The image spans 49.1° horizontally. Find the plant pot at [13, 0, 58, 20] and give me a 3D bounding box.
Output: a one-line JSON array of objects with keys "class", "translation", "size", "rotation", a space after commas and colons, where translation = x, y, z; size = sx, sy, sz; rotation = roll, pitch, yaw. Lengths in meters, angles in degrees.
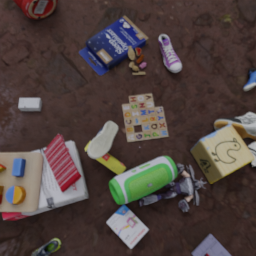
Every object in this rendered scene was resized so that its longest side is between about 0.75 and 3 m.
[{"class": "plant pot", "translation": [-4.448, -6.367, 13.234], "size": [2.048, 2.048, 1.865], "rotation": [-33, 81, -12]}]

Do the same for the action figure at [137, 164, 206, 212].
[{"class": "action figure", "translation": [1.650, 2.309, 10.514], "size": [2.676, 0.928, 1.741], "rotation": [-9, 71, -3]}]

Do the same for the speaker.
[{"class": "speaker", "translation": [0.542, 1.824, 9.866], "size": [2.333, 1.032, 1.032], "rotation": [-21, 71, -20]}]

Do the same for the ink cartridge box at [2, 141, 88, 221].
[{"class": "ink cartridge box", "translation": [-3.139, 1.970, 10.467], "size": [2.947, 1.228, 2.140], "rotation": [-15, 70, -5]}]

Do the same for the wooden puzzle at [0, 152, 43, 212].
[{"class": "wooden puzzle", "translation": [-4.153, 1.821, 9.610], "size": [2.207, 0.511, 2.044], "rotation": [0, 72, 2]}]

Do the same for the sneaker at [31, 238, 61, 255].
[{"class": "sneaker", "translation": [-3.029, 4.420, 9.934], "size": [1.316, 0.533, 0.486], "rotation": [-39, 74, -13]}]

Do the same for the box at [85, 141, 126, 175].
[{"class": "box", "translation": [-0.885, 1.171, 10.742], "size": [1.654, 0.623, 0.415], "rotation": [38, 89, -12]}]

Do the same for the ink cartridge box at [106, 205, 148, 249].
[{"class": "ink cartridge box", "translation": [-0.023, 3.592, 10.204], "size": [1.289, 0.545, 0.931], "rotation": [43, 72, 13]}]

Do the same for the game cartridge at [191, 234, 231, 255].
[{"class": "game cartridge", "translation": [3.169, 4.783, 9.946], "size": [1.060, 0.314, 1.635], "rotation": [-39, 74, -18]}]

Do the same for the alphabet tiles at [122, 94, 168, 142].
[{"class": "alphabet tiles", "translation": [0.684, -0.482, 12.016], "size": [1.745, 0.079, 2.088], "rotation": [-8, 70, -3]}]

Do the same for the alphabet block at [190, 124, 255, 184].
[{"class": "alphabet block", "translation": [3.515, 1.026, 10.663], "size": [1.503, 1.511, 1.539], "rotation": [-26, 72, -11]}]

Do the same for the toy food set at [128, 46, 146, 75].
[{"class": "toy food set", "translation": [0.415, -3.060, 12.786], "size": [0.853, 0.211, 1.342], "rotation": [-4, 85, -13]}]

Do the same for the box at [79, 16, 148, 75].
[{"class": "box", "translation": [-0.701, -3.865, 13.087], "size": [2.895, 0.469, 1.753], "rotation": [-38, 74, -12]}]

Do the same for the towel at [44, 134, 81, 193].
[{"class": "towel", "translation": [-2.280, 1.226, 9.595], "size": [0.192, 1.232, 1.704], "rotation": [-6, 60, -50]}]

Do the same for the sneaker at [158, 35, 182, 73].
[{"class": "sneaker", "translation": [1.775, -3.346, 12.432], "size": [0.669, 1.052, 1.846], "rotation": [-25, 61, 5]}]

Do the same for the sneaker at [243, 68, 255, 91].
[{"class": "sneaker", "translation": [5.448, -2.201, 12.404], "size": [1.364, 0.524, 0.759], "rotation": [-31, 78, -15]}]

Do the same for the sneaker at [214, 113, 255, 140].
[{"class": "sneaker", "translation": [4.754, -0.134, 11.586], "size": [2.436, 0.921, 1.068], "rotation": [8, 52, 2]}]

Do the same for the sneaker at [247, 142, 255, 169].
[{"class": "sneaker", "translation": [5.231, 1.479, 11.060], "size": [0.793, 0.684, 1.809], "rotation": [-26, 67, 6]}]

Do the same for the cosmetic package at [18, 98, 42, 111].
[{"class": "cosmetic package", "translation": [-4.209, -0.999, 12.056], "size": [0.881, 0.358, 0.497], "rotation": [-2, 68, 0]}]

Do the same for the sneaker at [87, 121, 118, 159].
[{"class": "sneaker", "translation": [-0.963, 0.553, 10.040], "size": [0.678, 0.764, 1.807], "rotation": [39, 44, -4]}]
